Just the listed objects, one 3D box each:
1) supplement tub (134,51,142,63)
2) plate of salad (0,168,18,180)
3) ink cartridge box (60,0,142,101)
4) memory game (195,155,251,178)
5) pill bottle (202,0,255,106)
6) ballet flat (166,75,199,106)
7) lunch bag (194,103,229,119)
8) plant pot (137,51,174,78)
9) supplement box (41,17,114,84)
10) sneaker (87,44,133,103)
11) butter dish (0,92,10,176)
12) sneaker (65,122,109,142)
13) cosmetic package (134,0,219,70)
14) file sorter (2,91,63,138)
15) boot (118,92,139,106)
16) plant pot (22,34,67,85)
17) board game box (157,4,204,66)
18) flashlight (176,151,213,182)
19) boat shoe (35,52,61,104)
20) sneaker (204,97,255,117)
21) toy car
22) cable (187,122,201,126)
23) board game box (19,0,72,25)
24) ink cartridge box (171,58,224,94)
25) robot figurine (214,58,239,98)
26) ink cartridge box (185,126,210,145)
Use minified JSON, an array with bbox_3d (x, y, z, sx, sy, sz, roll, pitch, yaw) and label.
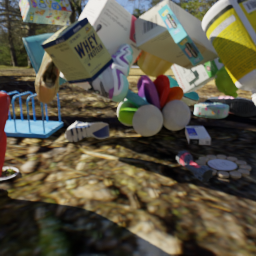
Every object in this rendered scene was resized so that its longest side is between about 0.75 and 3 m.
[{"bbox_3d":[-0.764,-3.330,11.964,1.709,1.709,2.790,-11,14,-33],"label":"supplement tub"},{"bbox_3d":[-3.237,1.144,7.185,0.784,0.188,0.784,0,17,0],"label":"plate of salad"},{"bbox_3d":[-0.886,-2.641,9.523,2.084,2.879,1.214,24,14,-41],"label":"ink cartridge box"},{"bbox_3d":[2.593,1.045,7.703,1.479,0.094,1.479,0,17,0],"label":"memory game"},{"bbox_3d":[3.068,-1.892,6.905,1.486,2.643,1.486,-25,-8,-4],"label":"pill bottle"},{"bbox_3d":[2.600,-1.895,15.217,2.917,1.047,1.047,24,4,-28],"label":"ballet flat"},{"bbox_3d":[4.010,-0.878,13.532,1.542,0.594,1.237,10,19,31],"label":"lunch bag"},{"bbox_3d":[1.352,-3.226,11.733,2.041,1.920,2.041,12,50,-15],"label":"plant pot"},{"bbox_3d":[-1.023,-1.505,5.650,1.005,1.004,0.675,5,47,50],"label":"supplement box"},{"bbox_3d":[-0.716,-1.857,8.341,1.557,0.865,2.226,13,52,-11],"label":"sneaker"},{"bbox_3d":[-3.637,0.747,5.849,2.617,1.940,2.624,-2,59,4],"label":"butter dish"},{"bbox_3d":[-1.533,0.030,10.253,1.605,0.648,0.927,-6,19,-16],"label":"sneaker"},{"bbox_3d":[1.662,-2.904,9.182,2.746,1.004,1.422,10,-18,-41],"label":"cosmetic package"},{"bbox_3d":[-4.039,-0.593,10.913,2.437,1.495,1.691,3,17,8],"label":"file sorter"},{"bbox_3d":[0.483,-0.994,13.407,2.000,0.764,1.681,-25,34,9],"label":"boot"},{"bbox_3d":[-2.714,-2.704,10.908,1.986,2.114,2.114,-22,22,-15],"label":"plant pot"},{"bbox_3d":[1.287,-2.283,6.875,0.996,0.310,1.320,31,32,-48],"label":"board game box"},{"bbox_3d":[1.744,0.978,7.363,0.425,0.424,1.251,-2,14,-22],"label":"flashlight"},{"bbox_3d":[-2.435,-1.426,8.517,0.738,2.060,0.784,6,45,-19],"label":"boat shoe"},{"bbox_3d":[5.210,-1.184,14.001,2.653,0.931,1.088,13,22,33],"label":"sneaker"},{"bbox_3d":[0.935,-1.017,11.009,2.844,2.132,2.489,-11,19,-19],"label":"toy car"},{"bbox_3d":[2.431,-0.122,11.770,1.198,0.301,0.582,16,2,10],"label":"cable"},{"bbox_3d":[-1.601,-2.328,5.430,0.832,0.428,0.436,-10,-15,-36],"label":"board game box"},{"bbox_3d":[3.202,-2.818,12.747,0.985,1.739,2.372,-19,-7,-32],"label":"ink cartridge box"},{"bbox_3d":[3.510,-1.733,9.510,0.925,1.403,1.599,2,28,36],"label":"robot figurine"},{"bbox_3d":[2.488,0.246,10.184,0.727,0.285,1.535,1,18,5],"label":"ink cartridge box"}]
